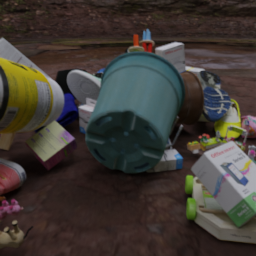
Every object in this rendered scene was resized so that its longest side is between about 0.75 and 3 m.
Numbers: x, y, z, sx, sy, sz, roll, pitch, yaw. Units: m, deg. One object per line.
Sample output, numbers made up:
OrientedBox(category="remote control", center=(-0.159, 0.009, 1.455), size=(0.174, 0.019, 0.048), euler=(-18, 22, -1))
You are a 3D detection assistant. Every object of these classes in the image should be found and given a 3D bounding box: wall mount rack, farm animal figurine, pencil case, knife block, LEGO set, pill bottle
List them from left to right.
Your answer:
OrientedBox(category="farm animal figurine", center=(-2.375, 1.668, 4.561), size=(1.338, 0.705, 1.353), euler=(-28, 40, -28))
OrientedBox(category="pill bottle", center=(-2.728, -0.686, 6.377), size=(1.654, 1.654, 2.894), euler=(5, 3, 13))
OrientedBox(category="knife block", center=(-3.310, 0.066, 7.777), size=(0.294, 0.806, 0.918), euler=(18, 59, -13))
OrientedBox(category="wall mount rack", center=(1.069, 0.229, 7.876), size=(1.083, 0.465, 1.247), euler=(-28, 19, 11))
OrientedBox(category="LEGO set", center=(2.442, 0.313, 7.292), size=(1.718, 0.639, 0.790), euler=(9, 35, 14))
OrientedBox(category="pencil case", center=(4.307, -0.015, 8.553), size=(1.644, 0.719, 0.719), euler=(2, 22, 4))

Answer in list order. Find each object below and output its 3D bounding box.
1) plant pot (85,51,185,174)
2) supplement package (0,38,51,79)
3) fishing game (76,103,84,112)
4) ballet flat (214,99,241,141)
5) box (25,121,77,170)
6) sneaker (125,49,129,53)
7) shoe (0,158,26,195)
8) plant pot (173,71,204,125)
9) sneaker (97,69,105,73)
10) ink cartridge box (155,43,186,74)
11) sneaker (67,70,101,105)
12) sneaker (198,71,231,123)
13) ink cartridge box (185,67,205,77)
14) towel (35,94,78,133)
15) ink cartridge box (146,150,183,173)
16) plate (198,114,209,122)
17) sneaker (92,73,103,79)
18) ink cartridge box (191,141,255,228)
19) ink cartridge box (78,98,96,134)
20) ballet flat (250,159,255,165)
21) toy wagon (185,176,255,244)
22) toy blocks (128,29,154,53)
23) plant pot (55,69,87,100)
OrientedBox(category="plant pot", center=(0.149, -0.305, 6.948), size=(2.407, 2.407, 2.357), euler=(4, 37, 11))
OrientedBox(category="supplement package", center=(-4.355, -1.968, 10.604), size=(1.311, 2.243, 1.315), euler=(-12, 45, 47))
OrientedBox(category="fishing game", center=(-1.686, -0.942, 10.595), size=(1.195, 0.259, 1.668), euler=(-37, 6, 37))
OrientedBox(category="ballet flat", center=(3.339, -0.382, 9.310), size=(0.812, 0.814, 2.430), euler=(6, 23, 20))
OrientedBox(category="box", center=(-1.927, 0.429, 7.051), size=(0.825, 0.453, 0.937), euler=(38, 63, 24))
OrientedBox(category="sneaker", center=(-0.006, -2.311, 12.221), size=(0.966, 2.205, 0.835), euler=(-13, -1, 24))
OrientedBox(category="shoe", center=(-3.300, 0.992, 6.058), size=(1.999, 0.714, 0.909), euler=(13, 21, 20))
OrientedBox(category="plant pot", center=(1.134, -0.851, 8.748), size=(1.734, 1.751, 1.751), euler=(-7, 23, -21))
OrientedBox(category="sneaker", center=(-1.671, -3.183, 16.521), size=(0.512, 0.609, 1.552), euler=(18, 30, 33))
OrientedBox(category="ink cartridge box", center=(1.751, -2.635, 11.437), size=(1.039, 1.419, 0.609), euler=(-21, 29, -18))
OrientedBox(category="sneaker", center=(-0.795, -1.336, 10.118), size=(2.780, 1.023, 1.640), euler=(31, 33, -11))
OrientedBox(category="sneaker", center=(2.736, -0.881, 9.425), size=(0.965, 1.067, 2.505), euler=(13, 40, 0))
OrientedBox(category="ink cartridge box", center=(2.961, -2.413, 13.912), size=(1.522, 1.105, 0.635), euler=(19, 31, 39))
OrientedBox(category="towel", center=(-2.434, -0.470, 9.561), size=(1.469, 0.493, 1.989), euler=(-26, 28, -4))
OrientedBox(category="ink cartridge box", center=(0.842, 0.822, 7.027), size=(0.909, 0.308, 0.527), euler=(-5, 23, -13))
OrientedBox(category="plate", center=(1.855, -1.089, 10.624), size=(2.225, 0.360, 2.230), euler=(4, 39, -6))
OrientedBox(category="sneaker", center=(-0.733, -2.091, 13.459), size=(2.872, 1.128, 1.280), euler=(-12, -7, -2))
OrientedBox(category="ink cartridge box", center=(1.845, 0.920, 4.847), size=(0.897, 0.540, 1.234), euler=(-14, 53, -36))
OrientedBox(category="ink cartridge box", center=(-1.224, -0.334, 8.828), size=(0.627, 1.080, 0.367), euler=(18, 28, 35))
OrientedBox(category="ballet flat", center=(2.994, 1.099, 6.389), size=(0.386, 0.369, 1.096), euler=(23, 21, -6))
OrientedBox(category="toy wagon", center=(2.073, 1.319, 5.613), size=(1.813, 0.462, 2.336), euler=(4, 22, 8))
OrientedBox(category="toy blocks", center=(0.539, -3.187, 11.162), size=(0.644, 1.774, 1.479), euler=(-4, -9, 32))
OrientedBox(category="plant pot", center=(-2.189, -1.728, 11.231), size=(1.296, 1.152, 1.299), euler=(-4, 5, 16))
